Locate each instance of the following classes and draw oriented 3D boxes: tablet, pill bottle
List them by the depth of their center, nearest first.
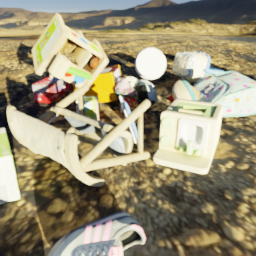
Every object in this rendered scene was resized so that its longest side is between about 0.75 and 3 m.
[{"bbox_3d":[0.078,-0.163,8.717,0.106,1.559,1.014,-21,-18,9],"label":"tablet"},{"bbox_3d":[1.201,-3.440,15.185,1.669,1.669,2.933,2,10,4],"label":"pill bottle"}]

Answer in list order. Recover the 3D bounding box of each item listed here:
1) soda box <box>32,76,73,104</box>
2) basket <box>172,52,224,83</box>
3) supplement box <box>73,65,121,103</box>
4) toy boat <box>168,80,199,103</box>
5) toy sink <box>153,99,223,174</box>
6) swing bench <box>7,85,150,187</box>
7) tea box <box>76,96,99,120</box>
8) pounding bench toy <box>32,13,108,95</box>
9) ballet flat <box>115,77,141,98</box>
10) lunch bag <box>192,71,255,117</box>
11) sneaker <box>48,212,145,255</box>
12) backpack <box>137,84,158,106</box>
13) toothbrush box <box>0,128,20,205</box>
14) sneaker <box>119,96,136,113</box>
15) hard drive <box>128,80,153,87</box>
[{"bbox_3d":[-3.711,-2.066,14.101,0.837,0.924,2.639,6,25,14],"label":"soda box"},{"bbox_3d":[4.053,-3.583,16.547,2.545,1.770,2.244,-1,21,-23],"label":"basket"},{"bbox_3d":[-1.376,-2.051,13.249,1.897,1.277,1.923,-6,21,12],"label":"supplement box"},{"bbox_3d":[2.279,-1.102,10.808,1.037,1.875,2.231,-25,21,2],"label":"toy boat"},{"bbox_3d":[1.897,0.087,8.635,1.612,1.385,2.473,10,26,22],"label":"toy sink"},{"bbox_3d":[-1.345,0.170,7.964,2.863,1.867,2.878,21,34,38],"label":"swing bench"},{"bbox_3d":[-1.614,-0.750,11.163,0.872,0.886,0.592,-4,24,-9],"label":"tea box"},{"bbox_3d":[-2.035,-2.421,10.631,2.310,1.840,2.962,25,27,-39],"label":"pounding bench toy"},{"bbox_3d":[0.124,-1.877,12.865,0.872,0.898,2.522,32,12,14],"label":"ballet flat"},{"bbox_3d":[4.006,-1.387,11.855,2.481,1.513,2.113,-11,31,-11],"label":"lunch bag"},{"bbox_3d":[-0.500,2.099,5.017,1.794,0.629,0.736,-17,26,-32],"label":"sneaker"},{"bbox_3d":[0.816,-1.419,12.273,0.758,0.988,0.869,-11,-6,-33],"label":"backpack"},{"bbox_3d":[-3.245,0.915,6.951,0.731,1.237,1.698,-11,27,-23],"label":"toothbrush box"},{"bbox_3d":[-0.009,-1.094,12.330,0.694,0.629,1.633,9,25,6],"label":"sneaker"},{"bbox_3d":[0.211,-2.345,15.556,2.067,0.276,1.364,-7,25,-14],"label":"hard drive"}]
